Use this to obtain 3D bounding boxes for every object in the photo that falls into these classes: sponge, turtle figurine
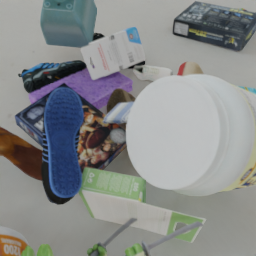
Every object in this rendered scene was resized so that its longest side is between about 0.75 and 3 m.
[{"bbox_3d":[-1.348,-1.066,8.387,1.558,0.416,2.792,36,53,29],"label":"sponge"},{"bbox_3d":[-0.387,1.792,3.942,1.933,1.993,1.435,25,-3,-29],"label":"turtle figurine"}]

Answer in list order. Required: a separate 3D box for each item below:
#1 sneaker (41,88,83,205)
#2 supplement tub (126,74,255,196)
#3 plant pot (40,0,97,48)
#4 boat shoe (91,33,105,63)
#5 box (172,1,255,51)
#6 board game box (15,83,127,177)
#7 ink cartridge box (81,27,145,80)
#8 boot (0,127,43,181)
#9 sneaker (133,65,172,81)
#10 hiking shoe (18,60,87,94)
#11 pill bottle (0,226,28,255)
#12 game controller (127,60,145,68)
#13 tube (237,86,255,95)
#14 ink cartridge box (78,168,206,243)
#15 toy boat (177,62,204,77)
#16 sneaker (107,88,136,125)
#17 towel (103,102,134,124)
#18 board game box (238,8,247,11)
[{"bbox_3d":[-1.180,0.293,4.786,0.697,0.774,1.986,10,61,-26],"label":"sneaker"},{"bbox_3d":[1.549,0.164,5.256,2.838,2.058,2.058,6,31,-46],"label":"supplement tub"},{"bbox_3d":[-1.795,-3.385,8.191,1.451,1.482,1.455,6,79,2],"label":"plant pot"},{"bbox_3d":[-1.007,-2.948,9.890,0.867,0.715,2.525,-7,32,-9],"label":"boat shoe"},{"bbox_3d":[3.607,-4.254,11.465,2.884,0.736,2.274,23,50,22],"label":"box"},{"bbox_3d":[-1.307,0.058,6.809,2.348,0.406,1.591,37,56,13],"label":"board game box"},{"bbox_3d":[-0.487,-2.223,8.374,1.768,1.024,0.590,-24,23,-11],"label":"ink cartridge box"},{"bbox_3d":[-2.237,0.445,5.577,1.851,1.966,0.673,41,78,2],"label":"boot"},{"bbox_3d":[0.737,-1.715,8.785,1.330,0.533,0.468,8,81,34],"label":"sneaker"},{"bbox_3d":[-2.369,-1.837,8.898,2.085,0.776,0.904,-21,57,-20],"label":"hiking shoe"},{"bbox_3d":[-1.907,2.927,3.452,1.664,1.664,2.967,-16,47,-16],"label":"pill bottle"},{"bbox_3d":[0.117,-2.592,10.164,0.694,0.280,1.329,-23,47,-2],"label":"game controller"},{"bbox_3d":[3.336,-1.135,8.620,1.298,0.327,0.503,5,44,-2],"label":"tube"},{"bbox_3d":[0.239,1.430,5.072,2.078,1.512,0.498,9,56,9],"label":"ink cartridge box"},{"bbox_3d":[1.497,-0.964,7.973,1.187,1.185,1.815,-13,41,38],"label":"toy boat"},{"bbox_3d":[0.170,-0.346,7.346,0.878,0.819,2.325,25,11,-32],"label":"sneaker"},{"bbox_3d":[0.056,-0.348,6.278,1.123,0.134,0.825,-1,34,34],"label":"towel"},{"bbox_3d":[5.006,-5.085,12.656,0.962,0.273,0.795,-16,45,-15],"label":"board game box"}]
